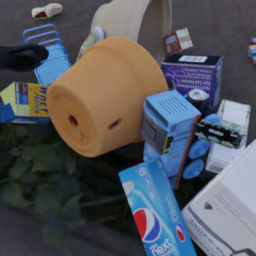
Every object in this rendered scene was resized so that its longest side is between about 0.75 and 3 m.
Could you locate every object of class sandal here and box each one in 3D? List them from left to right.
[{"bbox_3d":[-3.094,-1.867,7.879,0.556,0.873,2.324,39,32,18],"label":"sandal"}]

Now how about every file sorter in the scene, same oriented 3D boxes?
[{"bbox_3d":[-2.686,-2.459,9.434,1.220,1.079,1.759,-21,60,-14],"label":"file sorter"}]

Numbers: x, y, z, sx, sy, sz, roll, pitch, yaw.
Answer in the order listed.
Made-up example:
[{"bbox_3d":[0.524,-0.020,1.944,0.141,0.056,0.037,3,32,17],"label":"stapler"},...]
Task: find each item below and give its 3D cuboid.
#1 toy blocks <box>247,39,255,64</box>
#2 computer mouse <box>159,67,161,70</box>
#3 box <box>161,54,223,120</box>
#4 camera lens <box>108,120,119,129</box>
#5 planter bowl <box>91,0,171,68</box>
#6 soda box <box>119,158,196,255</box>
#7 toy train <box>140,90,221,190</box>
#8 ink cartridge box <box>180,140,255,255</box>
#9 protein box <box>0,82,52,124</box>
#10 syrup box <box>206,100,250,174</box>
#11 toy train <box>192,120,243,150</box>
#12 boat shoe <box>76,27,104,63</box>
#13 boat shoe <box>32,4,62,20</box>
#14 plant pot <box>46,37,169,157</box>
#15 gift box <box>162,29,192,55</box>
[{"bbox_3d":[4.717,-2.705,9.923,0.943,0.690,1.380,-6,58,10],"label":"toy blocks"},{"bbox_3d":[0.900,-1.543,8.489,1.485,2.115,0.487,23,101,-7],"label":"computer mouse"},{"bbox_3d":[1.726,-0.952,7.663,1.414,1.911,0.997,9,31,25],"label":"box"},{"bbox_3d":[-0.231,-0.218,7.329,0.943,0.754,0.754,10,58,-4],"label":"camera lens"},{"bbox_3d":[0.004,-2.915,8.868,1.874,2.784,2.784,17,59,21],"label":"planter bowl"},{"bbox_3d":[0.635,1.872,5.950,0.740,0.783,2.308,-24,82,27],"label":"soda box"},{"bbox_3d":[1.069,0.356,6.636,1.582,2.770,1.201,-15,46,-22],"label":"toy train"},{"bbox_3d":[2.376,1.903,5.496,1.232,2.955,2.146,-37,70,-25],"label":"ink cartridge box"},{"bbox_3d":[-2.676,-0.624,7.748,1.297,1.287,0.875,1,82,-40],"label":"protein box"},{"bbox_3d":[2.393,0.238,6.700,0.674,0.697,1.711,15,63,10],"label":"syrup box"},{"bbox_3d":[1.744,0.142,5.423,0.987,0.563,0.421,20,85,31],"label":"toy train"},{"bbox_3d":[-1.152,-2.283,8.369,0.514,1.658,0.597,-16,67,-29],"label":"boat shoe"},{"bbox_3d":[-3.214,-4.573,11.167,1.228,0.453,0.425,-13,61,3],"label":"boat shoe"},{"bbox_3d":[-0.661,-0.598,6.975,2.818,2.818,1.972,38,50,21],"label":"plant pot"},{"bbox_3d":[1.640,-2.918,9.476,0.729,0.781,0.720,-26,104,-38],"label":"gift box"}]
